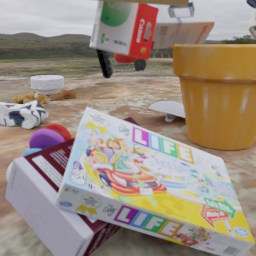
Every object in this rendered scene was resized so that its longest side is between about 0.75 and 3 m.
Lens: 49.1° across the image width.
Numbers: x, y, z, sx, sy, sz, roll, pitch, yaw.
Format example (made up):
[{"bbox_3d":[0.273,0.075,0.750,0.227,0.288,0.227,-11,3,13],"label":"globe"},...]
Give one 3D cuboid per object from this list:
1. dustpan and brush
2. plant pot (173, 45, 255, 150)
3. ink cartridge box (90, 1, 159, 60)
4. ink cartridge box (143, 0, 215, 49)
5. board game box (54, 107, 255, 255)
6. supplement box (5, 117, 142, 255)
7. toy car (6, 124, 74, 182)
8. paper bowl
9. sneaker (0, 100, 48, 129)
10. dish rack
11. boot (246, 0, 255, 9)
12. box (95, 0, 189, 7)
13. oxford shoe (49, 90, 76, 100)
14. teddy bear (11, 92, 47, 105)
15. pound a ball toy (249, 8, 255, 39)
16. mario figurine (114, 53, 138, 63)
[{"bbox_3d":[1.616,-0.607,10.025,1.495,0.613,2.142,15,27,14],"label":"dustpan and brush"},{"bbox_3d":[2.531,-0.875,7.345,2.748,2.516,2.748,0,16,0],"label":"plant pot"},{"bbox_3d":[0.015,-2.545,7.033,1.768,1.423,0.443,5,14,-29],"label":"ink cartridge box"},{"bbox_3d":[1.348,-3.096,8.438,2.044,0.875,1.508,-3,-12,-4],"label":"ink cartridge box"},{"bbox_3d":[0.364,0.666,3.768,2.337,0.400,1.571,20,32,-12],"label":"board game box"},{"bbox_3d":[-0.326,0.741,4.278,1.365,0.764,2.509,40,34,21],"label":"supplement box"},{"bbox_3d":[-1.417,0.522,5.190,1.315,1.127,1.503,4,17,9],"label":"toy car"},{"bbox_3d":[-4.153,-2.210,14.487,1.651,0.859,1.651,0,17,0],"label":"paper bowl"},{"bbox_3d":[-3.472,-0.525,9.275,1.825,0.728,1.187,7,17,21],"label":"sneaker"},{"bbox_3d":[-0.244,-2.804,11.270,1.888,1.448,0.515,1,33,25],"label":"dish rack"},{"bbox_3d":[3.750,-4.083,8.630,0.898,0.435,0.336,37,14,5],"label":"boot"},{"bbox_3d":[-0.065,-3.075,5.460,2.683,0.285,2.193,8,50,10],"label":"box"},{"bbox_3d":[-3.090,-1.572,13.154,1.271,0.453,0.453,-13,23,-32],"label":"oxford shoe"},{"bbox_3d":[-4.327,-1.316,12.245,1.482,0.495,1.075,8,21,26],"label":"teddy bear"},{"bbox_3d":[4.508,-4.147,9.609,1.169,1.793,0.762,30,-22,-37],"label":"pound a ball toy"},{"bbox_3d":[-0.187,-2.865,9.018,1.198,1.029,1.941,-11,49,-37],"label":"mario figurine"}]
